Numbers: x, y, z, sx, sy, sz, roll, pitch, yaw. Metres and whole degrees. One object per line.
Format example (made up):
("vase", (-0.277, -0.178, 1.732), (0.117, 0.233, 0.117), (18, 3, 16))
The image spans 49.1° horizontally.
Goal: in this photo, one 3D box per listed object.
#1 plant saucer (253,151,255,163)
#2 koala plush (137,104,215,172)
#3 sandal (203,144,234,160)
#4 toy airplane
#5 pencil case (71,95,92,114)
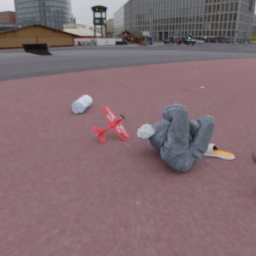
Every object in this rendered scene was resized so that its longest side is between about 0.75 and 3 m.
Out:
("plant saucer", (5.883, 1.139, 10.245), (2.412, 0.355, 2.412), (0, 22, 0))
("koala plush", (1.539, 0.363, 10.367), (2.107, 2.183, 2.376), (18, -4, -30))
("sandal", (3.367, 0.848, 10.865), (1.480, 0.424, 0.567), (10, 23, 24))
("toy airplane", (-0.785, -0.010, 12.202), (1.791, 1.791, 0.329), (-11, -15, -27))
("pencil case", (-2.653, -1.383, 16.245), (0.786, 0.721, 1.733), (-13, 17, 14))
